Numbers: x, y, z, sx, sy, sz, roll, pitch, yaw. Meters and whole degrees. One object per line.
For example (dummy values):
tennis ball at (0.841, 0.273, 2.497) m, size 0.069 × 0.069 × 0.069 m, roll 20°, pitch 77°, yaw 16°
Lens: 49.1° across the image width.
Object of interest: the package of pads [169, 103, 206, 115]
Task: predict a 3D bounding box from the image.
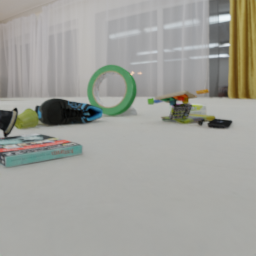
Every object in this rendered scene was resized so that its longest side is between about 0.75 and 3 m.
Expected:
package of pads at (3.356, -1.017, 15.732) m, size 1.422 × 0.628 × 1.840 m, roll -4°, pitch 10°, yaw -17°

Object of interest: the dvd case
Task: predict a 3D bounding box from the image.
dvd case at (-2.440, 0.448, 6.631) m, size 1.730 × 0.261 × 2.369 m, roll -7°, pitch 12°, yaw -42°

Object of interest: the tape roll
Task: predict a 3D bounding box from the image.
tape roll at (-0.909, -2.029, 15.234) m, size 2.708 × 2.708 × 0.651 m, roll 3°, pitch -2°, yaw 20°

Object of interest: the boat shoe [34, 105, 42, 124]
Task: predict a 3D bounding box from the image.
boat shoe at (-3.154, -0.717, 12.544) m, size 1.010 × 0.896 × 2.701 m, roll 3°, pitch 8°, yaw 34°

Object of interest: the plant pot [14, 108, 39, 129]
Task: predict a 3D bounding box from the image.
plant pot at (-3.894, -0.284, 10.521) m, size 0.755 × 0.755 × 0.694 m, roll 4°, pitch 20°, yaw 26°

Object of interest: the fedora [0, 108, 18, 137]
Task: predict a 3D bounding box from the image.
fedora at (-3.188, -0.198, 7.194) m, size 0.420 × 0.919 × 0.919 m, roll 22°, pitch -5°, yaw -33°

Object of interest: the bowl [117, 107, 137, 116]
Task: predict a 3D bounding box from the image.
bowl at (-0.197, -0.998, 16.187) m, size 1.278 × 0.478 × 1.279 m, roll -3°, pitch 10°, yaw -16°

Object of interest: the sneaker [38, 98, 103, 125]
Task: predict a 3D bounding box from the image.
sneaker at (-2.344, -0.693, 11.719) m, size 1.226 × 1.096 × 2.994 m, roll 6°, pitch 10°, yaw 36°

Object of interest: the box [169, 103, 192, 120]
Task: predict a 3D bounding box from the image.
box at (2.174, -0.670, 11.628) m, size 0.862 × 0.690 × 0.191 m, roll -6°, pitch 40°, yaw -23°

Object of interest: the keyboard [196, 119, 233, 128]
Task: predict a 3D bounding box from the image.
keyboard at (3.524, -0.192, 11.438) m, size 1.291 × 0.209 × 2.032 m, roll 8°, pitch 10°, yaw 24°

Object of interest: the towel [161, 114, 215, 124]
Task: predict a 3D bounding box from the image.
towel at (2.794, -0.431, 12.955) m, size 2.200 × 0.250 × 1.580 m, roll -7°, pitch 11°, yaw -38°

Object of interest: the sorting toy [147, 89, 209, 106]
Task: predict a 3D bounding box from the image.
sorting toy at (1.962, -1.144, 11.288) m, size 2.558 × 0.348 × 1.440 m, roll -9°, pitch -6°, yaw 32°
